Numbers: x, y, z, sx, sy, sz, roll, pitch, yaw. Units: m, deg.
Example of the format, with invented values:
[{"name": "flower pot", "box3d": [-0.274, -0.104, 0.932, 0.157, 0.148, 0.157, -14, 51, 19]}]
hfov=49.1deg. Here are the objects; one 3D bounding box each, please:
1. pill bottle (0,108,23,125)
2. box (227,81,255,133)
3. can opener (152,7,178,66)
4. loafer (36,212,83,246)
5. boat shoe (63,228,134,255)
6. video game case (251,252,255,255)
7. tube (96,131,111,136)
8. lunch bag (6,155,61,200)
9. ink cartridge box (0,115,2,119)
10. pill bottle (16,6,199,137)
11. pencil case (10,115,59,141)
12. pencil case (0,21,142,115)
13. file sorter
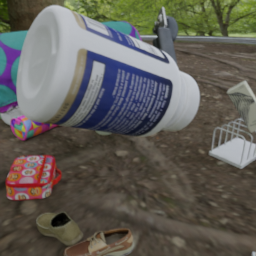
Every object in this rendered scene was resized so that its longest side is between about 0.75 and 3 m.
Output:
[{"name": "pill bottle", "box3d": [-4.608, -0.848, 11.942, 0.993, 0.993, 1.818, 0, 25, 1]}, {"name": "box", "box3d": [3.446, -0.611, 8.058, 0.569, 1.384, 0.473, -32, 2, 31]}, {"name": "can opener", "box3d": [1.377, -2.884, 9.369, 1.000, 0.798, 2.992, 6, 54, -13]}, {"name": "loafer", "box3d": [-1.485, 2.017, 5.935, 1.414, 0.477, 0.538, 1, 18, 41]}, {"name": "boat shoe", "box3d": [-0.577, 2.284, 5.536, 1.412, 0.507, 0.535, -8, 25, -18]}, {"name": "video game case", "box3d": [2.835, 2.778, 4.887, 1.108, 0.139, 1.217, 6, 25, 12]}, {"name": "tube", "box3d": [-0.617, -0.539, 6.235, 0.510, 0.457, 1.759, 13, 33, -25]}, {"name": "lunch bag", "box3d": [-2.511, 1.323, 7.641, 1.331, 0.619, 1.512, 1, 24, -10]}, {"name": "ink cartridge box", "box3d": [-5.938, -0.904, 12.355, 1.309, 0.747, 2.521, -4, 24, -9]}, {"name": "pill bottle", "box3d": [-0.122, -0.539, 3.638, 2.251, 1.250, 1.250, 10, 14, -39]}, {"name": "pencil case", "box3d": [-3.358, -0.347, 10.832, 1.009, 1.009, 2.282, 14, 30, 29]}, {"name": "pencil case", "box3d": [-1.161, -1.123, 5.056, 2.901, 1.341, 1.235, -16, -3, -19]}, {"name": "file sorter", "box3d": [3.675, 0.386, 9.137, 1.678, 1.045, 1.164, -18, 30, -36]}]
